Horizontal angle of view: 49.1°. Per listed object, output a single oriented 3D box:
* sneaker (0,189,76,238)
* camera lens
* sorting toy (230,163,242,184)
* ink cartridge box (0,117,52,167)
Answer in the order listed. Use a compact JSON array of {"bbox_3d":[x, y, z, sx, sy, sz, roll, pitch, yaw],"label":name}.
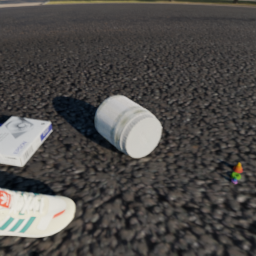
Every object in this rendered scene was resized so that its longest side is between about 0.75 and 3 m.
[{"bbox_3d":[-2.836,2.120,7.181,2.879,1.346,1.014,-1,52,-5],"label":"sneaker"},{"bbox_3d":[-0.073,-0.096,10.583,1.783,1.783,2.229,-21,37,-29],"label":"camera lens"},{"bbox_3d":[3.665,1.485,9.443,0.326,0.324,0.941,15,34,23],"label":"sorting toy"},{"bbox_3d":[-4.690,0.409,10.988,2.536,0.515,2.531,6,32,9],"label":"ink cartridge box"}]
